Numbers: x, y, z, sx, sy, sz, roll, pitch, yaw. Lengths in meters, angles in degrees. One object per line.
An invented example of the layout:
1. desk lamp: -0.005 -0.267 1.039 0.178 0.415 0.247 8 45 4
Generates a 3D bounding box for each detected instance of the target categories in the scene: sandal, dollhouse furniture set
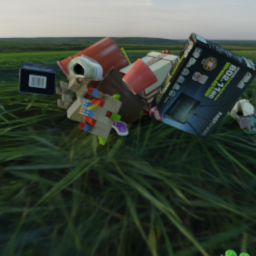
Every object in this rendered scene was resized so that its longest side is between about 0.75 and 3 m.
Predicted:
1. sandal: -0.267 -0.085 9.730 0.477 0.288 1.171 -6 26 -20
2. dollhouse furniture set: -1.511 -1.172 10.159 1.311 1.851 2.015 19 42 -40

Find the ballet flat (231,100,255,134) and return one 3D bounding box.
1. ballet flat: 4.463 -0.601 10.613 0.908 0.908 2.525 3 20 8

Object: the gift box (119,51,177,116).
1. gift box: 1.240 -1.737 11.301 2.099 2.074 2.248 -32 37 -17

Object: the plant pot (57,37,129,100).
1. plant pot: -1.340 -2.511 12.236 2.441 2.510 2.510 -35 25 -2

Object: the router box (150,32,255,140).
1. router box: 2.117 -1.121 8.336 2.019 2.695 0.837 21 35 -11

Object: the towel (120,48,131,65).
1. towel: 0.162 -2.630 12.755 0.187 2.072 0.892 -26 22 10

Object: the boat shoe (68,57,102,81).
1. boat shoe: -1.512 -1.901 8.858 0.597 0.692 1.923 1 14 -37

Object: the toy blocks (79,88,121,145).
1. toy blocks: -0.931 -0.437 8.469 1.127 1.649 0.824 24 -3 -44

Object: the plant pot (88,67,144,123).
1. plant pot: -0.353 -1.048 10.592 1.830 1.711 1.711 37 18 -8

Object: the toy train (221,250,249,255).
1. toy train: 2.041 2.096 3.995 1.386 0.289 0.391 5 31 16

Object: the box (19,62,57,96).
1. box: -3.564 -1.980 11.212 1.301 0.938 1.752 5 19 -14

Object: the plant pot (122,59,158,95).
1. plant pot: 0.290 -1.352 7.699 0.715 0.808 0.808 -41 26 0
